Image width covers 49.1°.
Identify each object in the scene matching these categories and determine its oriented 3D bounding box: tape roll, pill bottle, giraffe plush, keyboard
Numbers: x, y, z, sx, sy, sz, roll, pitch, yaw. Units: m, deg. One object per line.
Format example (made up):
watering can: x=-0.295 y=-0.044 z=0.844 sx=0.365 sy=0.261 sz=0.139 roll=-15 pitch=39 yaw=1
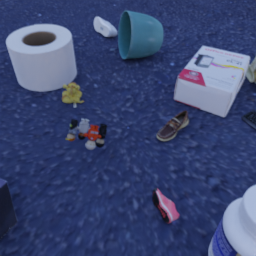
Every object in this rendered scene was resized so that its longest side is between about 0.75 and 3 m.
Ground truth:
tape roll: x=-3.378 y=-2.824 z=11.198 sx=2.461 sy=1.690 sz=2.461 roll=0 pitch=43 yaw=0
pill bottle: x=2.444 y=2.153 z=5.460 sx=1.334 sy=2.229 sz=1.334 roll=0 pitch=43 yaw=0
giraffe plush: x=-2.066 y=-1.322 z=10.269 sx=0.811 sy=0.762 sz=0.940 roll=-17 pitch=46 yaw=-18
keyboard: x=4.896 y=-0.049 z=9.335 sx=1.216 sy=0.197 sz=1.914 roll=-24 pitch=49 yaw=-23

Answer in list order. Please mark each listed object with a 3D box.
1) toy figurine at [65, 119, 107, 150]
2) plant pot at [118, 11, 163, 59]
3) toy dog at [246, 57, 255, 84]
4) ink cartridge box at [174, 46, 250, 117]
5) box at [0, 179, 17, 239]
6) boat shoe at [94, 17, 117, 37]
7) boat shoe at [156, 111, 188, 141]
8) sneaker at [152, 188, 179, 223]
toy figurine: x=-1.196 y=0.183 z=8.193 sx=1.018 sy=0.719 sz=1.034 roll=15 pitch=8 yaw=15
plant pot: x=0.589 y=-4.065 z=12.448 sx=1.611 sy=2.007 sz=2.007 roll=-3 pitch=42 yaw=-18
toy dog: x=5.986 y=-2.194 z=10.758 sx=2.094 sy=1.461 sz=2.030 roll=-3 pitch=52 yaw=-5
ink cartridge box: x=3.187 y=-1.857 z=10.559 sx=2.002 sy=1.161 sz=2.712 roll=21 pitch=48 yaw=21
box: x=-4.251 y=2.000 z=5.911 sx=2.493 sy=1.536 sz=2.473 roll=16 pitch=35 yaw=16
boat shoe: x=-1.185 y=-5.269 z=14.640 sx=0.654 sy=0.687 sz=1.909 roll=-4 pitch=32 yaw=-35
boat shoe: x=1.478 y=-0.110 z=9.141 sx=1.466 sy=0.528 sz=0.529 roll=-32 pitch=52 yaw=-30
sneaker: x=0.947 y=1.956 z=7.135 sx=0.423 sy=0.360 sz=0.976 roll=-7 pitch=46 yaw=-26
